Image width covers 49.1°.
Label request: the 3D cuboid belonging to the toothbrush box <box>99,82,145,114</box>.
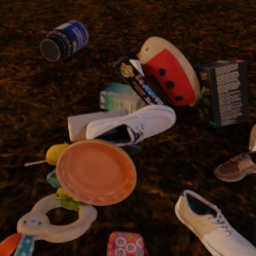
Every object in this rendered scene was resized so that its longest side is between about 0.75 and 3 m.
[{"bbox_3d":[-0.191,-1.205,11.605,1.644,0.701,1.204,13,38,18],"label":"toothbrush box"}]

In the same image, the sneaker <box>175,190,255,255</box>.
[{"bbox_3d":[2.081,2.407,6.770,0.847,0.821,2.319,-30,46,-34],"label":"sneaker"}]

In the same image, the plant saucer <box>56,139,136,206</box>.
[{"bbox_3d":[-0.736,1.037,6.633,1.880,1.880,0.352,3,30,4],"label":"plant saucer"}]

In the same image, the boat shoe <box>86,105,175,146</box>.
[{"bbox_3d":[0.134,0.102,8.488,2.828,1.040,0.924,-17,30,0],"label":"boat shoe"}]

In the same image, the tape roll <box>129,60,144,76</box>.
[{"bbox_3d":[0.265,-2.609,13.120,0.392,1.120,1.120,-6,34,-34],"label":"tape roll"}]

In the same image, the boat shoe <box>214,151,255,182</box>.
[{"bbox_3d":[3.505,1.090,8.649,1.901,0.682,0.720,-14,39,-18],"label":"boat shoe"}]

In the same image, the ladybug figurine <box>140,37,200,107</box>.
[{"bbox_3d":[1.425,-1.889,10.199,1.049,1.980,2.917,-41,93,-21],"label":"ladybug figurine"}]

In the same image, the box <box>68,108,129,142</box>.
[{"bbox_3d":[-0.975,-0.099,9.532,2.049,0.842,0.701,-9,76,-15],"label":"box"}]

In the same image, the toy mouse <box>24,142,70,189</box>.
[{"bbox_3d":[-1.582,1.143,8.718,2.658,0.514,2.363,-23,42,-27],"label":"toy mouse"}]

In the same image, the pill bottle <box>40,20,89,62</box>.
[{"bbox_3d":[-3.569,-4.877,15.816,1.664,1.664,2.975,13,39,17],"label":"pill bottle"}]

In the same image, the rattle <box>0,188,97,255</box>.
[{"bbox_3d":[-1.874,1.890,6.535,2.444,1.746,1.591,-13,48,-41],"label":"rattle"}]

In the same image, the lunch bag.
[{"bbox_3d":[0.001,2.938,6.368,0.975,0.454,1.107,2,37,3],"label":"lunch bag"}]

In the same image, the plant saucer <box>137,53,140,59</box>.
[{"bbox_3d":[0.981,-4.203,16.181,0.972,0.157,0.972,0,37,0],"label":"plant saucer"}]

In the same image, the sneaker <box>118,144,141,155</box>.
[{"bbox_3d":[-0.228,0.540,9.533,1.332,0.509,0.763,-1,43,8],"label":"sneaker"}]

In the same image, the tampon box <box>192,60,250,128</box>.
[{"bbox_3d":[3.289,-1.270,10.050,1.317,2.087,1.564,-13,17,-5],"label":"tampon box"}]

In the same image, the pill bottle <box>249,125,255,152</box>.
[{"bbox_3d":[5.052,0.497,9.139,1.843,1.052,1.052,7,37,10],"label":"pill bottle"}]

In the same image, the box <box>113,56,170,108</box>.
[{"bbox_3d":[0.468,-1.430,9.985,0.564,2.450,1.948,-42,10,6],"label":"box"}]
